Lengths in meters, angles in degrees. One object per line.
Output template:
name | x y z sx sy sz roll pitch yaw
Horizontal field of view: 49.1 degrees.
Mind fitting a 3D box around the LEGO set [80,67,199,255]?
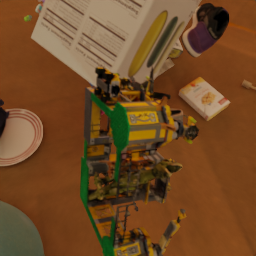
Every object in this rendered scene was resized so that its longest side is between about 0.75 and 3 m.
LEGO set | 0.190 0.329 2.547 0.991 1.710 1.315 -5 16 -24

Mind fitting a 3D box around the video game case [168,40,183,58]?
video game case | 0.423 -3.158 8.307 2.048 0.405 2.259 1 61 -29

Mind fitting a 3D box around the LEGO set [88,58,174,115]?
LEGO set | -0.229 -1.287 7.466 2.720 1.116 1.038 -36 95 -25

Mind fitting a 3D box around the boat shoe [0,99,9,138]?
boat shoe | -4.220 -0.116 6.654 2.815 1.051 1.305 5 50 6

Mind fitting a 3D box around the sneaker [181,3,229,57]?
sneaker | 1.813 -2.224 5.926 0.710 0.821 1.875 44 47 -20

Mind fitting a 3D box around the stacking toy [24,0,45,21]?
stacking toy | -1.987 -2.895 6.563 0.731 0.228 0.969 4 63 26

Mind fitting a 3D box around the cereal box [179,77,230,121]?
cereal box | 2.029 -0.799 7.512 0.803 0.221 1.116 -34 64 -19

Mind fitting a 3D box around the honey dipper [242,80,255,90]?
honey dipper | 3.595 -1.041 7.703 0.931 0.177 0.177 31 63 15

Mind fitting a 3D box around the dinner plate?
dinner plate | -2.892 0.222 6.905 1.606 0.195 1.606 0 57 0

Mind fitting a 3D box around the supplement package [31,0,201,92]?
supplement package | -0.063 -2.114 4.901 1.806 2.397 1.819 38 24 16

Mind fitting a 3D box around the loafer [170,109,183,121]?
loafer | 0.708 -0.302 7.083 1.371 0.431 0.493 -3 58 -2

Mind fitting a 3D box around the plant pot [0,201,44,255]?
plant pot | -3.005 2.316 4.642 2.746 1.849 2.746 0 58 -1
